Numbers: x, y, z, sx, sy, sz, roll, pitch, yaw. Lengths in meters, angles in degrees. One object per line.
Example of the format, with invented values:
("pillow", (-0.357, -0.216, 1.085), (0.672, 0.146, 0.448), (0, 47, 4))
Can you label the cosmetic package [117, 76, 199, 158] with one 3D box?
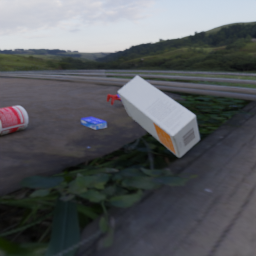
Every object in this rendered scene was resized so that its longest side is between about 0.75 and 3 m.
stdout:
("cosmetic package", (0.913, -0.393, 8.695), (0.921, 1.311, 2.586), (-40, 52, -10))

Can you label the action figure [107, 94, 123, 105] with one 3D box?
("action figure", (0.084, -1.573, 16.406), (2.671, 0.690, 0.874), (-4, 21, -31))

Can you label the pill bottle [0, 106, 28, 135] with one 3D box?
("pill bottle", (-4.908, -0.240, 10.880), (1.001, 1.001, 1.782), (10, 18, 32))

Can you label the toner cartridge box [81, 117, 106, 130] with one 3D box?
("toner cartridge box", (-1.509, -0.206, 12.145), (0.570, 0.259, 1.199), (-14, 20, -37))
